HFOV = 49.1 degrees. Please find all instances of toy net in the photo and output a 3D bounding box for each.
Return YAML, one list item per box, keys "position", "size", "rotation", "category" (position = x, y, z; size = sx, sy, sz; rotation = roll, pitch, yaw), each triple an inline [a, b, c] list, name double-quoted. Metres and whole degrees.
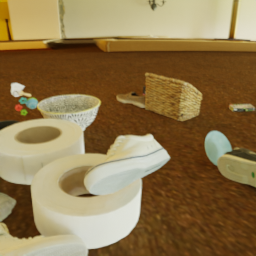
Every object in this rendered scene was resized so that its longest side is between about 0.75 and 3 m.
- position: [-3.454, -0.972, 9.005]
  size: [0.690, 1.314, 0.254]
  rotation: [-29, 53, -5]
  category: "toy net"

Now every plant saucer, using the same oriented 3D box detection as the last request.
- position: [2.736, 0.675, 8.678]
  size: [1.141, 1.141, 0.220]
  rotation: [-17, -9, -34]
  category: "plant saucer"

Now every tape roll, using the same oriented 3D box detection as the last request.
- position: [-2.711, 0.615, 8.650]
  size: [2.699, 0.944, 2.699]
  rotation: [1, 23, 0]
  category: "tape roll"
- position: [-0.938, 1.537, 6.459]
  size: [2.470, 0.864, 2.470]
  rotation: [2, 24, -1]
  category: "tape roll"

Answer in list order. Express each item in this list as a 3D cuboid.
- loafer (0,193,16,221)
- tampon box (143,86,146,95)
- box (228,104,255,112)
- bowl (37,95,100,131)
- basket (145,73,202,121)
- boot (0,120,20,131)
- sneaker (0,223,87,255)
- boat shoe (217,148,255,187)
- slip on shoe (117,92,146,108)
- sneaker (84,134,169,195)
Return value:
- position: [-3.575, 1.690, 6.603]
  size: [1.904, 0.666, 0.664]
  rotation: [14, 21, 13]
  category: "loafer"
- position: [1.283, -2.070, 15.439]
  size: [0.607, 0.511, 0.809]
  rotation: [17, 28, 34]
  category: "tampon box"
- position: [5.375, -0.951, 13.257]
  size: [1.033, 0.179, 0.568]
  rotation: [-1, 23, -3]
  category: "box"
- position: [-2.241, -0.447, 10.886]
  size: [2.367, 1.111, 2.367]
  rotation: [0, 22, 0]
  category: "bowl"
- position: [2.096, -1.573, 12.689]
  size: [1.707, 1.782, 2.392]
  rotation: [-20, 29, -38]
  category: "basket"
- position: [-5.476, 0.077, 9.817]
  size: [2.966, 1.027, 2.582]
  rotation: [-20, 30, -35]
  category: "boot"
- position: [-2.090, 2.146, 5.143]
  size: [2.467, 0.909, 1.426]
  rotation: [-10, 28, -19]
  category: "sneaker"
- position: [3.707, 1.192, 7.263]
  size: [0.910, 0.966, 2.691]
  rotation: [-22, 29, -33]
  category: "boat shoe"
- position: [0.213, -1.528, 14.070]
  size: [0.747, 0.595, 1.964]
  rotation: [-20, 31, -39]
  category: "slip on shoe"
- position: [-0.098, 0.684, 5.992]
  size: [0.924, 0.953, 2.610]
  rotation: [52, 27, 19]
  category: "sneaker"
